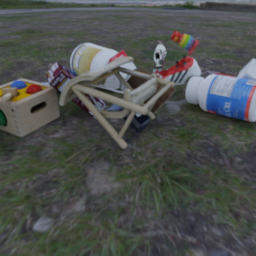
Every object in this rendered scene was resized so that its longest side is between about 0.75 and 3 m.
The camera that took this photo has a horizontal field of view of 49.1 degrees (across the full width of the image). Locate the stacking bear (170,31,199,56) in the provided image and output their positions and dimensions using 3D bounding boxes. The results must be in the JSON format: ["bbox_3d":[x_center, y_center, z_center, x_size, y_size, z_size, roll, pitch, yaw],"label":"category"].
[{"bbox_3d":[2.463,-3.867,12.460,1.162,0.706,0.661,26,50,-7],"label":"stacking bear"}]

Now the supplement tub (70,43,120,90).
[{"bbox_3d":[-1.473,-3.154,14.413,1.993,1.993,2.760,-23,37,-35],"label":"supplement tub"}]

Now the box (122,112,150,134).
[{"bbox_3d":[0.256,-0.369,10.213,0.477,0.834,0.916,-37,77,-22],"label":"box"}]

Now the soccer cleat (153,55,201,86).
[{"bbox_3d":[1.982,-2.302,12.831,2.767,1.178,0.949,-23,43,39],"label":"soccer cleat"}]

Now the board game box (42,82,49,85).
[{"bbox_3d":[-4.565,-1.877,13.875,1.719,0.298,1.085,-11,31,-18],"label":"board game box"}]

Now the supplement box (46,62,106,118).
[{"bbox_3d":[-2.096,-1.499,11.296,0.723,2.376,1.293,-47,33,7],"label":"supplement box"}]

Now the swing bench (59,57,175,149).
[{"bbox_3d":[-0.291,-1.096,8.801,2.530,1.642,2.517,36,36,8],"label":"swing bench"}]

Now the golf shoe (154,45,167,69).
[{"bbox_3d":[1.402,-3.253,12.394,0.521,0.594,1.349,-6,60,20],"label":"golf shoe"}]

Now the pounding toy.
[{"bbox_3d":[-4.200,-0.948,10.626,2.408,1.860,2.616,16,33,27],"label":"pounding toy"}]

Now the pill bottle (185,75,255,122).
[{"bbox_3d":[3.916,-1.317,11.512,2.855,1.602,1.602,17,34,34],"label":"pill bottle"}]

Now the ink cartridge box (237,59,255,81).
[{"bbox_3d":[4.950,-2.176,11.584,0.503,1.149,0.835,30,72,5],"label":"ink cartridge box"}]

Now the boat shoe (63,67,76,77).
[{"bbox_3d":[-3.140,-2.597,14.364,1.046,0.853,2.486,10,21,-1],"label":"boat shoe"}]

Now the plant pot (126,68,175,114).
[{"bbox_3d":[0.697,-1.439,10.455,1.536,1.436,1.436,43,36,-3],"label":"plant pot"}]

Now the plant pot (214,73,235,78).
[{"bbox_3d":[4.421,-1.907,13.356,1.000,1.001,0.882,18,45,29],"label":"plant pot"}]

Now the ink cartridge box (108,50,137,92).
[{"bbox_3d":[-0.068,-2.234,12.179,0.766,1.828,1.319,-37,0,-12],"label":"ink cartridge box"}]
